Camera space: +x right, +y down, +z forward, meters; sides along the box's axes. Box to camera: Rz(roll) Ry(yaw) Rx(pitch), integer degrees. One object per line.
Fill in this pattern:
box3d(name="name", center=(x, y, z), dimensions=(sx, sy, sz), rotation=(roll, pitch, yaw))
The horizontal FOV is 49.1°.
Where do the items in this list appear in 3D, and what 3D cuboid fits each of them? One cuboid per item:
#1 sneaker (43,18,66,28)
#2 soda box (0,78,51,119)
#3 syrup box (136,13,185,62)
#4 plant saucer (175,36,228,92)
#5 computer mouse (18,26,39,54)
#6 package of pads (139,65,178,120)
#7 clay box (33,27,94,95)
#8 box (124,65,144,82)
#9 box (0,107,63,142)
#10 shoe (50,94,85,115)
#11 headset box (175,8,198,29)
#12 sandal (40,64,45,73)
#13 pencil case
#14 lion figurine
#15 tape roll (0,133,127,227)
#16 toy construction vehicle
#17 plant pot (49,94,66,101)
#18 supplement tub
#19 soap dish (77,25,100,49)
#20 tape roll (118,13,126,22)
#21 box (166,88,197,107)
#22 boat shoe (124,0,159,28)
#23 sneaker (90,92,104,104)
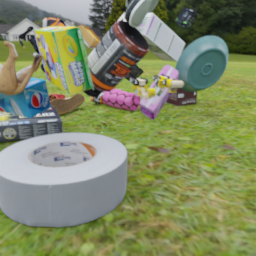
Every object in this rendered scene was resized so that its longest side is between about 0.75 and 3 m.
box3d(name="sneaker", center=(-2.753, -3.362, 10.919), dimensions=(0.990, 1.767, 0.685), rotation=(-1, 14, -2))
box3d(name="soda box", center=(-3.681, -1.064, 8.544), dimensions=(2.669, 0.905, 0.856), rotation=(13, 33, 28))
box3d(name="syrup box", center=(1.320, -3.963, 12.444), dimensions=(2.547, 1.037, 1.003), rotation=(24, -2, -43))
box3d(name="plant saucer", center=(2.207, -1.743, 8.093), dimensions=(1.759, 1.759, 0.316), rotation=(-7, 40, -21))
box3d(name="computer mouse", center=(-3.428, -3.016, 10.071), dimensions=(0.246, 1.069, 0.751), rotation=(26, 62, 36))
box3d(name="package of pads", center=(0.780, -0.869, 7.020), dimensions=(0.473, 1.251, 0.754), rotation=(30, -11, 14))
box3d(name="clay box", center=(-1.610, -1.692, 6.801), dimensions=(0.581, 1.402, 2.439), rotation=(-21, 26, -22))
box3d(name="box", center=(0.127, -2.549, 12.767), dimensions=(1.115, 0.797, 0.201), rotation=(26, 30, -51))
box3d(name="box", center=(-3.955, -0.159, 10.518), dimensions=(2.668, 0.655, 2.151), rotation=(-6, 21, -20))
box3d(name="shoe", center=(-3.037, -1.015, 13.435), dimensions=(0.637, 0.835, 2.388), rotation=(-41, -8, 39))
box3d(name="headset box", center=(2.637, -4.987, 12.786), dimensions=(0.695, 0.798, 0.370), rotation=(39, 4, 39))
box3d(name="sandal", center=(-2.974, -2.299, 11.140), dimensions=(1.042, 0.391, 0.235), rotation=(15, 41, -26))
box3d(name="pencil case", center=(-0.311, -1.506, 14.271), dimensions=(1.026, 0.994, 2.191), rotation=(-27, 34, -37))
box3d(name="lion figurine", center=(-3.483, -1.397, 7.301), dimensions=(2.748, 1.683, 0.996), rotation=(17, 1, 27))
box3d(name="tape roll", center=(-1.443, 0.988, 6.366), dimensions=(2.864, 0.946, 2.864), rotation=(0, 18, 0))
box3d(name="toy construction vehicle", center=(0.580, -0.843, 5.835), dimensions=(0.942, 0.381, 1.082), rotation=(-7, 19, -22))
box3d(name="plant pot", center=(-3.542, -1.322, 14.090), dimensions=(0.788, 0.788, 0.718), rotation=(11, 12, 32))
box3d(name="supplement tub", center=(-0.467, -1.666, 7.215), dimensions=(1.070, 2.000, 1.070), rotation=(30, 36, -25))
box3d(name="soap dish", center=(-1.730, -4.027, 12.429), dimensions=(1.122, 0.456, 0.883), rotation=(51, 22, 9))
box3d(name="tape roll", center=(-0.385, -3.975, 11.711), dimensions=(0.406, 2.222, 2.222), rotation=(32, 7, -21))
box3d(name="box", center=(2.854, -2.133, 15.214), dimensions=(1.328, 1.601, 1.315), rotation=(-10, 20, -27))
box3d(name="boat shoe", center=(0.251, -2.999, 6.727), dimensions=(0.590, 0.739, 1.955), rotation=(28, 41, 4))
box3d(name="sneaker", center=(-1.450, -1.647, 15.517), dimensions=(0.627, 0.635, 1.623), rotation=(23, 27, 18))
